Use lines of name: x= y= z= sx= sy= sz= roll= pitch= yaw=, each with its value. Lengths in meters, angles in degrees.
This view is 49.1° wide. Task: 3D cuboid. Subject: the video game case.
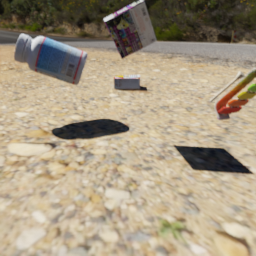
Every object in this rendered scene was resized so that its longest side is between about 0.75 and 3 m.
video game case: x=0.106 y=-3.162 z=9.102 sx=1.365 sy=1.506 sz=0.270 roll=-28 pitch=48 yaw=3

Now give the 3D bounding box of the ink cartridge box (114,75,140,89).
ink cartridge box: x=-0.058 y=-2.774 z=16.698 sx=1.528 sy=0.641 sz=1.341 roll=0 pitch=21 yaw=1

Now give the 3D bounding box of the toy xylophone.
toy xylophone: x=2.689 y=-0.824 z=6.721 sx=1.245 sy=1.700 sz=0.427 roll=-11 pitch=60 yaw=-39

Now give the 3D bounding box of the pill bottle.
pill bottle: x=-3.002 y=-2.710 z=11.005 sx=2.570 sy=1.397 sz=1.397 roll=18 pitch=18 yaw=-14
